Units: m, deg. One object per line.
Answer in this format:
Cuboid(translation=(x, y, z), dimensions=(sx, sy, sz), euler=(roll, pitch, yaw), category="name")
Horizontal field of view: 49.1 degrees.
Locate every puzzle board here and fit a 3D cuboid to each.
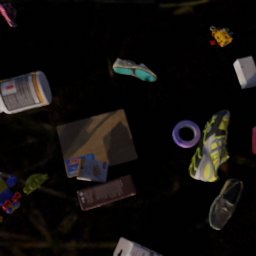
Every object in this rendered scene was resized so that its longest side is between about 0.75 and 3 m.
Cuboid(translation=(-1.162, 0.545, 10.320), dimensions=(2.591, 0.225, 1.953), euler=(-15, 77, -4), category="puzzle board")

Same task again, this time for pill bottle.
Cuboid(translation=(-4.037, -1.228, 10.277), dimensions=(2.166, 1.261, 1.261), euler=(-14, 75, -4), category="pill bottle")

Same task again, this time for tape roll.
Cuboid(translation=(2.153, 0.232, 10.360), dimensions=(0.963, 0.316, 0.963), euler=(0, 75, 0), category="tape roll")

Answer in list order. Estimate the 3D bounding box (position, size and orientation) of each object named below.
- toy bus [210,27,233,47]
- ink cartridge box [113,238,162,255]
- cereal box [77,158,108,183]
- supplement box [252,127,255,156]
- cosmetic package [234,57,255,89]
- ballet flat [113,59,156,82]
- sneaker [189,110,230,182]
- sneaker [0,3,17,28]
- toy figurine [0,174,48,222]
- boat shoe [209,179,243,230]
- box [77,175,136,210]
Cuboid(translation=(3.795, -3.801, 11.381), dimensions=(0.930, 0.480, 0.877), euler=(14, 75, 3), category="toy bus")
Cuboid(translation=(0.439, 4.495, 9.005), dimensions=(1.983, 0.673, 1.150), euler=(23, 76, 6), category="ink cartridge box")
Cuboid(translation=(-1.229, 1.484, 9.740), dimensions=(0.996, 0.197, 0.716), euler=(9, 67, -9), category="cereal box")
Cuboid(translation=(5.667, 0.433, 9.746), dimensions=(2.124, 1.391, 1.096), euler=(6, 75, 2), category="supplement box")
Cuboid(translation=(4.641, -2.145, 10.939), dimensions=(0.627, 0.451, 1.112), euler=(-14, 74, -6), category="cosmetic package")
Cuboid(translation=(0.300, -2.312, 10.955), dimensions=(1.755, 0.610, 0.610), euler=(16, 75, 4), category="ballet flat")
Cuboid(translation=(3.084, 0.651, 9.994), dimensions=(1.021, 1.007, 2.671), euler=(24, 86, -1), category="sneaker")
Cuboid(translation=(-4.887, -4.756, 11.693), dimensions=(0.592, 0.490, 1.241), euler=(-30, 78, -19), category="sneaker")
Cuboid(translation=(-4.061, 1.888, 9.120), dimensions=(1.519, 1.337, 2.535), euler=(45, 64, 6), category="toy figurine")
Cuboid(translation=(3.356, 2.568, 9.559), dimensions=(0.671, 0.617, 1.879), euler=(30, 77, 8), category="boat shoe")
Cuboid(translation=(-0.689, 2.201, 9.489), dimensions=(1.847, 0.925, 0.692), euler=(-19, 74, -4), category="box")
